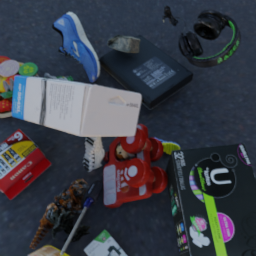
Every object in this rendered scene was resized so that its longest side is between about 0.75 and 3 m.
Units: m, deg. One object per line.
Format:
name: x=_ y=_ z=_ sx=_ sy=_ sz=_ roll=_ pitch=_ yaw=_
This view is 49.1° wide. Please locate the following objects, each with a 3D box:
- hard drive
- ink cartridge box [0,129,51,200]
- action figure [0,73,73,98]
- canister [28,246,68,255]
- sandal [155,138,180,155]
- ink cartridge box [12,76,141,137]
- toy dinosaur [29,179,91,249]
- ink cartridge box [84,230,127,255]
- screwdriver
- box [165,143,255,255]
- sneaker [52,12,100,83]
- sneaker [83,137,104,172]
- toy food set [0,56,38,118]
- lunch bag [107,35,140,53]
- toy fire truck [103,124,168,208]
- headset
hard drive: x=0.585 y=-2.128 z=10.073 sx=2.005 sy=0.472 sz=2.873 roll=-35 pitch=61 yaw=-17
ink cartridge box: x=-3.335 y=1.055 z=8.254 sx=1.388 sy=0.663 sz=1.581 roll=35 pitch=68 yaw=27
action figure: x=-2.722 y=-1.415 z=8.962 sx=1.363 sy=0.631 sz=2.308 roll=2 pitch=12 yaw=42
canister: x=-1.989 y=3.496 z=6.209 sx=1.553 sy=2.092 sz=0.905 roll=22 pitch=89 yaw=16
sandal: x=1.102 y=0.534 z=8.864 sx=1.094 sy=0.435 sz=0.476 roll=11 pitch=27 yaw=-5
ink cartridge box: x=-1.381 y=-0.589 z=7.370 sx=2.803 sy=2.046 sz=1.182 roll=14 pitch=98 yaw=38
toy dinosaur: x=-1.770 y=2.401 z=7.609 sx=1.421 sy=1.069 sz=2.093 roll=28 pitch=93 yaw=51
ink cartridge box: x=-0.517 y=3.309 z=7.231 sx=0.755 sy=0.428 sz=1.029 roll=-41 pitch=65 yaw=-16
screwdriver: x=-1.202 y=2.163 z=7.150 sx=0.398 sy=0.382 sz=2.736 roll=13 pitch=24 yaw=12
box: x=2.201 y=2.025 z=7.304 sx=2.003 sy=1.676 sz=2.697 roll=-6 pitch=62 yaw=-2
sneaker: x=-1.828 y=-2.651 z=9.775 sx=1.098 sy=0.968 sz=2.463 roll=-31 pitch=100 yaw=-13
sneaker: x=-0.972 y=0.628 z=8.367 sx=0.567 sy=1.398 sz=0.525 roll=-5 pitch=29 yaw=-36
toy food set: x=-4.351 y=-1.462 z=9.806 sx=2.486 sy=0.605 sz=2.460 roll=7 pitch=62 yaw=5
lunch bag: x=-0.171 y=-2.959 z=9.867 sx=0.964 sy=0.791 sz=0.567 roll=13 pitch=106 yaw=25
toy fire truck: x=-0.010 y=1.051 z=8.036 sx=1.852 sy=1.237 sz=2.206 roll=-21 pitch=59 yaw=30
headset: x=2.241 y=-3.141 z=9.111 sx=1.774 sy=1.349 sz=2.872 roll=-46 pitch=47 yaw=5
